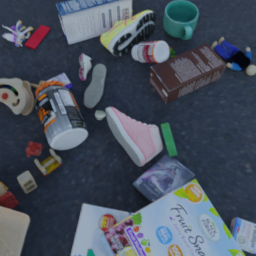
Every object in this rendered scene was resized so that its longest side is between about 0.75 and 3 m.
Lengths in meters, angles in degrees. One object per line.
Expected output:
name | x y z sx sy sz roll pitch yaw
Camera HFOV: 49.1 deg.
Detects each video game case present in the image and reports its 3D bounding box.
video game case | 1.116 1.643 8.791 1.648 0.156 1.177 -38 58 -23

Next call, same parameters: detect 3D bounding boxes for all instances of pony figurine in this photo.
pony figurine | -4.639 -3.934 11.653 1.006 0.868 1.042 29 67 -7

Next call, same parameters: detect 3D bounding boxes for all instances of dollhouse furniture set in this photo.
dollhouse furniture set | -3.429 1.452 8.675 2.487 1.011 1.338 -37 67 -26

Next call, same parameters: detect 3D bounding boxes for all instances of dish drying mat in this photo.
dish drying mat | -3.856 -3.874 11.958 0.506 0.120 1.318 20 63 13

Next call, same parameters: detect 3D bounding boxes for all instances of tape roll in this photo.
tape roll | 1.245 0.363 8.542 0.247 1.026 1.026 -16 62 7

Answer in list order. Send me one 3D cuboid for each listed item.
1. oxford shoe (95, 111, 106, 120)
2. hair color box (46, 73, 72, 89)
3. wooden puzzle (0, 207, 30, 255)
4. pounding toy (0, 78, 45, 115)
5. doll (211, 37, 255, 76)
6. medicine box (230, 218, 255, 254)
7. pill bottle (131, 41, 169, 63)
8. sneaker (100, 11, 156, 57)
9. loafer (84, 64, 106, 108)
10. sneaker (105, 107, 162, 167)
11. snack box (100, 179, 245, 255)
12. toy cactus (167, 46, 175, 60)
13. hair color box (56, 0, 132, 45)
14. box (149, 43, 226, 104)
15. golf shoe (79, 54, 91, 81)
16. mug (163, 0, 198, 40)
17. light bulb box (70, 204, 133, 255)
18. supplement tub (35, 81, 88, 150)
oxford shoe | -0.968 -0.402 9.639 0.384 1.021 0.295 5 99 -9
hair color box | -2.736 -1.587 10.619 1.040 0.337 0.569 -30 66 -13
wooden puzzle | -4.154 3.424 7.402 2.722 0.680 2.938 14 82 8
pounding toy | -3.981 -1.090 10.233 2.185 1.254 1.249 2 89 11
doll | 4.335 -2.840 11.203 1.367 0.485 2.003 -34 67 -16
medicine box | 3.373 3.099 8.046 0.816 0.420 0.743 17 64 9
pill bottle | 0.818 -2.899 10.771 1.419 0.802 0.802 17 57 48
sneaker | 0.006 -4.124 11.592 1.286 1.113 2.849 34 60 31
loafer | -1.171 -1.495 10.459 0.626 0.547 1.740 13 77 6
sneaker | 0.240 0.087 9.440 1.224 0.882 2.342 -29 66 -19
snack box | 1.007 2.743 6.334 2.590 0.876 2.184 -24 71 -23
toy cactus | 1.589 -2.911 11.365 0.668 0.414 0.810 -28 67 6
hair color box | -1.334 -4.653 11.614 2.921 1.461 0.884 -20 62 -11
box | 2.197 -2.049 10.538 2.538 0.951 1.271 -24 64 -14
golf shoe | -1.651 -2.353 10.981 0.510 0.420 1.114 10 72 -36
mug | 2.124 -4.355 11.708 1.370 1.031 1.667 18 64 9
light bulb box | -0.273 3.417 7.174 2.371 1.479 2.350 11 62 -2
supplement tub | -2.312 -0.457 9.440 1.329 1.329 2.169 -23 63 -12
